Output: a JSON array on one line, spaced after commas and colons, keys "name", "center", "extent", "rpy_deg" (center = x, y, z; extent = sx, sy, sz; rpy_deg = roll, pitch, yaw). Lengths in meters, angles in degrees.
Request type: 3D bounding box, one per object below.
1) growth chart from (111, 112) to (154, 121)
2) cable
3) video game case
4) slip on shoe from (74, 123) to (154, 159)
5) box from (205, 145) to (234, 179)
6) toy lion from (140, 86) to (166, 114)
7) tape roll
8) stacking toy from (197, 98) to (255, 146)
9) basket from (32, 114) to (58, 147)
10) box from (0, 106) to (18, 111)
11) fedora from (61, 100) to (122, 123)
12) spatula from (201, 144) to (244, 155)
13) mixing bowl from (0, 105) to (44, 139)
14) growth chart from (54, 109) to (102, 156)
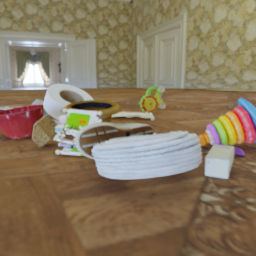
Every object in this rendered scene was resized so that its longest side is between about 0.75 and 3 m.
[{"name": "growth chart", "center": [-0.006, -0.646, 14.199], "extent": [2.705, 0.240, 1.957], "rpy_deg": [1, 10, 6]}, {"name": "cable", "center": [0.359, 0.519, 5.571], "extent": [2.138, 0.740, 2.137], "rpy_deg": [-6, 0, -17]}, {"name": "video game case", "center": [-3.553, -0.720, 12.599], "extent": [1.678, 0.211, 2.343], "rpy_deg": [14, 17, -10]}, {"name": "slip on shoe", "center": [-0.385, 0.264, 7.358], "extent": [2.478, 0.942, 0.751], "rpy_deg": [-9, 10, -41]}, {"name": "box", "center": [2.066, 0.722, 6.270], "extent": [0.506, 0.421, 1.232], "rpy_deg": [5, 12, 26]}, {"name": "toy lion", "center": [1.339, -1.542, 15.586], "extent": [1.407, 1.468, 0.504], "rpy_deg": [-6, 9, -12]}, {"name": "tape roll", "center": [-2.580, -1.067, 12.266], "extent": [2.147, 0.751, 2.147], "rpy_deg": [19, 30, -12]}, {"name": "stacking toy", "center": [2.683, 0.148, 8.080], "extent": [2.054, 1.127, 1.192], "rpy_deg": [-21, 41, 4]}, {"name": "basket", "center": [-2.524, 0.095, 8.311], "extent": [0.606, 0.633, 0.849], "rpy_deg": [-35, 14, 26]}, {"name": "box", "center": [-5.198, -0.687, 13.652], "extent": [2.890, 0.502, 1.590], "rpy_deg": [6, 12, 28]}, {"name": "fedora", "center": [-1.337, -0.418, 10.398], "extent": [2.230, 0.910, 2.230], "rpy_deg": [-1, 19, 0]}, {"name": "spatula", "center": [2.069, 0.587, 7.548], "extent": [2.025, 0.208, 0.572], "rpy_deg": [-1, 16, 7]}, {"name": "mixing bowl", "center": [-3.609, -0.176, 9.464], "extent": [1.708, 0.925, 1.708], "rpy_deg": [-9, 13, 2]}, {"name": "growth chart", "center": [-1.385, 0.094, 7.827], "extent": [1.393, 0.171, 1.925], "rpy_deg": [-1, 43, -2]}]
